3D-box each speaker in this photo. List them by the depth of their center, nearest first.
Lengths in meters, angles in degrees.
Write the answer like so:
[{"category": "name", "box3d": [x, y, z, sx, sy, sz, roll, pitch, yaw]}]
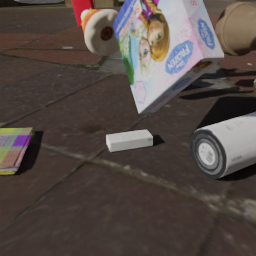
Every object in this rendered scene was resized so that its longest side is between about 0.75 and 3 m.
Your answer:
[{"category": "speaker", "box3d": [2.970, 0.232, 6.710, 2.889, 1.173, 1.173, -15, 32, -25]}]

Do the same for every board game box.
[{"category": "board game box", "box3d": [0.610, -1.922, 5.949, 0.520, 2.520, 2.526, -9, -15, -26]}]

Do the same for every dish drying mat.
[{"category": "dish drying mat", "box3d": [-1.794, -4.998, 10.763, 0.784, 2.042, 0.186, -11, 16, 4]}]

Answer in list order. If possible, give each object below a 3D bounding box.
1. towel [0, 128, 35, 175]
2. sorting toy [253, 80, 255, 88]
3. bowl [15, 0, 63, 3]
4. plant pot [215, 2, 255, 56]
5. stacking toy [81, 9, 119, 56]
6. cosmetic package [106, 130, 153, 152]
[{"category": "towel", "box3d": [-3.293, 0.554, 7.132, 1.463, 0.232, 2.037, -3, 28, -4]}, {"category": "sorting toy", "box3d": [5.999, -1.279, 9.899, 2.375, 0.826, 2.361, 23, 35, 36]}, {"category": "bowl", "box3d": [-2.012, -3.484, 6.309, 1.380, 1.378, 0.515, -12, 42, -24]}, {"category": "plant pot", "box3d": [3.600, -2.861, 8.187, 1.590, 1.590, 1.387, -9, 22, -16]}, {"category": "stacking toy", "box3d": [-1.078, -3.372, 9.204, 1.439, 1.439, 1.969, -16, 43, -27]}, {"category": "cosmetic package", "box3d": [0.037, 0.335, 7.453, 1.158, 0.293, 0.478, -7, 29, -14]}]
